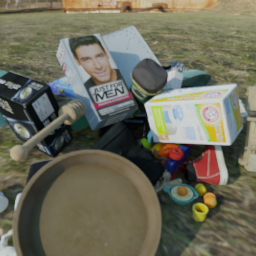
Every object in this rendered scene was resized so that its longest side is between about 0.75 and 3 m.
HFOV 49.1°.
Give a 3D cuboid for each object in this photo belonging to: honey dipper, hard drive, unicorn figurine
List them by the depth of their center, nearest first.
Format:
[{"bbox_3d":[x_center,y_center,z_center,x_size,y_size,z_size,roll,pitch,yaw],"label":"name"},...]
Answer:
[{"bbox_3d":[-2.274,2.462,5.536,1.234,0.456,0.848,-1,35,29],"label":"unicorn figurine"},{"bbox_3d":[-1.824,-0.031,6.667,0.541,0.541,2.848,8,24,14],"label":"honey dipper"},{"bbox_3d":[-1.493,1.357,7.422,2.405,0.509,1.622,-4,28,-7],"label":"hard drive"}]

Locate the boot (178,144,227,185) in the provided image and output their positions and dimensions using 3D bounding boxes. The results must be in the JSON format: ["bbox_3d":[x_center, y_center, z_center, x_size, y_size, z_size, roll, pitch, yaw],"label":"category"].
[{"bbox_3d":[2.075,0.932,8.153,1.254,0.630,1.739,2,32,6],"label":"boot"}]

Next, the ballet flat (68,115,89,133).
[{"bbox_3d":[-2.317,-0.161,9.965,0.798,0.863,2.559,12,29,40],"label":"ballet flat"}]

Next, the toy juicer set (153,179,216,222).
[{"bbox_3d":[1.468,1.581,7.074,1.037,0.444,1.630,-25,36,-37],"label":"toy juicer set"}]

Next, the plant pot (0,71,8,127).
[{"bbox_3d":[-5.262,-1.255,11.008,2.165,1.738,2.165,0,28,0],"label":"plant pot"}]

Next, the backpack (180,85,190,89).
[{"bbox_3d":[1.848,-0.907,10.362,1.234,1.415,1.610,18,23,2],"label":"backpack"}]

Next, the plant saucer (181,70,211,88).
[{"bbox_3d":[1.980,-1.569,10.871,2.481,2.481,0.446,-17,75,-28],"label":"plant saucer"}]

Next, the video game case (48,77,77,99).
[{"bbox_3d":[-2.651,-2.093,13.917,2.015,0.458,1.826,15,31,26],"label":"video game case"}]

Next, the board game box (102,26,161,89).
[{"bbox_3d":[-0.142,-2.262,9.994,2.449,0.317,2.450,-30,83,-26],"label":"board game box"}]

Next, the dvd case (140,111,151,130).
[{"bbox_3d":[1.207,-0.415,11.104,1.455,0.156,1.957,1,28,2],"label":"dvd case"}]

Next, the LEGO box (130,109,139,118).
[{"bbox_3d":[-0.425,-1.441,11.223,0.950,1.834,2.462,-10,31,-18],"label":"LEGO box"}]

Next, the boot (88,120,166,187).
[{"bbox_3d":[-0.270,1.052,6.952,2.134,1.749,0.790,-43,6,-8],"label":"boot"}]

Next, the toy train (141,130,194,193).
[{"bbox_3d":[0.771,0.780,7.722,1.357,0.993,2.345,30,41,22],"label":"toy train"}]

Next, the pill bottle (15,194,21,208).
[{"bbox_3d":[-1.486,1.744,6.202,1.782,0.990,0.990,-4,28,-6],"label":"pill bottle"}]

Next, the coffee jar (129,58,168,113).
[{"bbox_3d":[0.561,-1.254,8.527,0.839,1.966,1.025,-43,81,-14],"label":"coffee jar"}]

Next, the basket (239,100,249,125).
[{"bbox_3d":[3.899,-0.473,10.062,0.742,1.066,0.940,-21,72,4],"label":"basket"}]

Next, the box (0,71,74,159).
[{"bbox_3d":[-2.708,-0.350,7.907,1.715,2.095,0.902,22,55,30],"label":"box"}]

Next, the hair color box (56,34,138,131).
[{"bbox_3d":[-0.984,-1.463,8.652,1.375,0.842,2.777,-21,77,-31],"label":"hair color box"}]

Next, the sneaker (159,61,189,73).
[{"bbox_3d":[2.607,-2.840,14.553,2.753,1.173,1.061,6,29,9],"label":"sneaker"}]

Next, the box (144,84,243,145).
[{"bbox_3d":[1.722,-0.341,7.399,2.175,1.223,1.102,1,26,38],"label":"box"}]

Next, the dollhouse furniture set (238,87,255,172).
[{"bbox_3d":[3.499,0.006,6.773,1.148,2.065,1.826,7,2,15],"label":"dollhouse furniture set"}]

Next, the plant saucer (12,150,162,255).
[{"bbox_3d":[-0.750,1.772,5.452,2.802,0.413,2.802,3,62,-5],"label":"plant saucer"}]

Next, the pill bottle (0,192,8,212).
[{"bbox_3d":[-3.343,1.700,6.801,0.860,0.500,0.500,19,33,33],"label":"pill bottle"}]

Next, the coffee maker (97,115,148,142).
[{"bbox_3d":[-0.130,0.171,9.331,1.534,1.033,1.474,5,70,11],"label":"coffee maker"}]

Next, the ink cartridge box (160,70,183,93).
[{"bbox_3d":[1.326,-1.486,9.521,0.408,0.706,0.967,26,-21,-33],"label":"ink cartridge box"}]
